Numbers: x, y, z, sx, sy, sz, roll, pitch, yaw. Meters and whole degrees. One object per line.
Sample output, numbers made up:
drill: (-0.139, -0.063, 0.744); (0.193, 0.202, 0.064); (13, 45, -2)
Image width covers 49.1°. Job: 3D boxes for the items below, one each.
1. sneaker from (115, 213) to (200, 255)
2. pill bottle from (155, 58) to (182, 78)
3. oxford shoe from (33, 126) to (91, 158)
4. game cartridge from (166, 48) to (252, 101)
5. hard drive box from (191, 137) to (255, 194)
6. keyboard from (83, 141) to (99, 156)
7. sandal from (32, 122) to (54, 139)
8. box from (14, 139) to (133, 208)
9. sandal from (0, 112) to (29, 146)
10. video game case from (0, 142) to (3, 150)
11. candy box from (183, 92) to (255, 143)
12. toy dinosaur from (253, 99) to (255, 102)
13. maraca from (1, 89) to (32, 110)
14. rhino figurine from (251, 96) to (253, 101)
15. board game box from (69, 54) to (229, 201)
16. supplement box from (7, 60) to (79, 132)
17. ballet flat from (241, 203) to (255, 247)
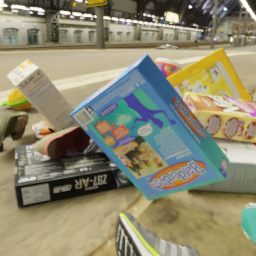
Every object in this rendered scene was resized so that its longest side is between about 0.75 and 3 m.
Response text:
sneaker: (0.577, 2.156, 4.473); (0.937, 0.856, 2.316); (-7, 28, -36)
pill bottle: (1.357, -1.652, 11.094); (1.095, 1.966, 1.095); (16, 5, -2)
oxford shoe: (-1.724, 0.289, 7.619); (0.700, 0.659, 1.871); (7, 12, 30)
game cartridge: (2.624, -0.819, 8.959); (2.387, 2.708, 0.439); (-30, -1, -2)
hard drive box: (2.611, 0.854, 7.508); (2.329, 0.894, 1.815); (3, 23, 1)
keyboard: (-0.456, -0.037, 7.457); (1.216, 0.197, 1.914); (-23, 26, 52)
sandal: (-3.282, -0.019, 10.611); (0.649, 0.485, 1.693); (-10, 22, -32)
box: (-1.550, 1.001, 7.654); (2.873, 0.625, 2.301); (-7, 21, -19)
sandal: (-3.761, -0.004, 9.466); (0.678, 0.944, 2.378); (24, 16, -4)
video game case: (-5.735, 0.395, 9.005); (2.433, 0.310, 2.199); (27, 30, 26)
candy box: (2.941, -0.289, 7.864); (2.656, 0.750, 1.550); (6, 25, -1)
toy dinosaur: (5.062, -0.447, 9.496); (2.705, 1.565, 2.981); (-17, -12, 37)
maraca: (-5.361, -1.408, 13.730); (1.979, 1.058, 1.357); (-3, 27, 30)
rhino figurine: (4.603, -0.786, 11.565); (2.654, 1.160, 0.793); (-10, 47, -34)
board game box: (0.407, 0.193, 5.738); (2.067, 2.718, 0.611); (-28, 19, 39)
supplement box: (-2.902, -0.985, 10.026); (0.989, 2.689, 1.694); (-43, 35, -10)
ballet flat: (3.190, 2.094, 4.765); (2.510, 0.901, 0.901); (21, 29, 39)
